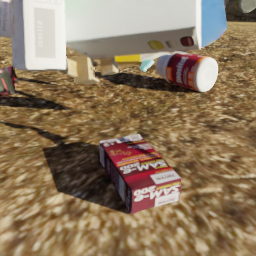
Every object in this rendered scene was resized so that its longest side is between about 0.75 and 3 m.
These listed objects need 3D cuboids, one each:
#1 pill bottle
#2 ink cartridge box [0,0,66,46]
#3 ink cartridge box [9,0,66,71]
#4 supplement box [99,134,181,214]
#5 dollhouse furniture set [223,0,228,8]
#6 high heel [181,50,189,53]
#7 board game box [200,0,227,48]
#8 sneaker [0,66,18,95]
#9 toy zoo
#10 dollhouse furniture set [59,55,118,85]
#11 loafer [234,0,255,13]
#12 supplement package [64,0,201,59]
[{"bbox_3d":[2.285,-2.335,11.301,1.314,1.314,2.326,-19,31,-35],"label":"pill bottle"},{"bbox_3d":[-2.319,-3.205,7.024,1.157,1.988,2.729,28,25,38],"label":"ink cartridge box"},{"bbox_3d":[-1.681,-2.084,4.866,0.667,2.143,2.663,-4,13,-24],"label":"ink cartridge box"},{"bbox_3d":[0.152,0.806,5.552,0.988,0.553,1.816,-10,28,-21],"label":"supplement box"},{"bbox_3d":[2.517,-3.499,7.550,1.936,0.747,0.967,7,31,-26],"label":"dollhouse furniture set"},{"bbox_3d":[2.066,-3.636,8.890,0.813,2.413,1.160,17,22,21],"label":"high heel"},{"bbox_3d":[1.290,-2.482,6.088,1.481,1.875,0.365,-5,-11,9],"label":"board game box"},{"bbox_3d":[-4.974,-1.709,10.736,1.108,0.941,2.554,-15,21,-8],"label":"sneaker"},{"bbox_3d":[0.316,-2.935,8.227,1.709,2.605,0.267,-7,-8,22],"label":"toy zoo"},{"bbox_3d":[-0.182,-2.540,6.091,2.977,2.539,1.453,-9,-10,26],"label":"dollhouse furniture set"},{"bbox_3d":[3.249,-3.334,6.991,1.412,0.531,0.492,-26,27,-7],"label":"loafer"},{"bbox_3d":[0.081,-2.170,4.655,2.148,1.673,1.191,-1,-1,17],"label":"supplement package"}]
